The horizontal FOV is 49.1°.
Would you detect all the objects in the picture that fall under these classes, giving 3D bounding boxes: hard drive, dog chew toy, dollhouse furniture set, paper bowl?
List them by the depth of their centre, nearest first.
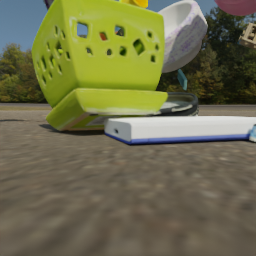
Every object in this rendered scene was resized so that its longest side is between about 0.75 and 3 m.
[{"bbox_3d":[1.065,-0.006,5.190,2.686,0.341,1.772,-2,4,-17],"label":"hard drive"},{"bbox_3d":[2.543,-3.601,6.455,1.648,1.648,2.646,3,9,35],"label":"dog chew toy"},{"bbox_3d":[4.065,-2.893,9.330,0.636,0.640,0.908,25,-8,9],"label":"dollhouse furniture set"},{"bbox_3d":[1.399,-2.967,9.606,2.677,2.677,1.392,5,-36,49],"label":"paper bowl"}]

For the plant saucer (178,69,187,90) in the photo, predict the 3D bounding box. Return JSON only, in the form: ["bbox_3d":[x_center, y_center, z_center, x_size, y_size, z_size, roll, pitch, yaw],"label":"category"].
[{"bbox_3d":[1.630,-1.472,8.474,0.089,0.328,0.937,-4,33,-2],"label":"plant saucer"}]

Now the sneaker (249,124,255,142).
[{"bbox_3d":[2.313,0.057,4.403,0.776,0.349,0.304,0,4,-7],"label":"sneaker"}]

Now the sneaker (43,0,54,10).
[{"bbox_3d":[-1.681,-3.564,6.598,0.824,2.213,0.969,-21,27,-17],"label":"sneaker"}]

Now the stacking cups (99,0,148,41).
[{"bbox_3d":[-0.500,-3.667,9.534,0.778,0.778,2.573,-4,-15,-45],"label":"stacking cups"}]

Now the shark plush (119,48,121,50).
[{"bbox_3d":[-0.224,-3.176,11.568,0.705,0.769,1.693,-30,27,2],"label":"shark plush"}]

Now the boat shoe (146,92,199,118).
[{"bbox_3d":[0.629,-0.648,8.130,2.751,0.830,1.040,-1,46,7],"label":"boat shoe"}]

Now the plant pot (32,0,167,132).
[{"bbox_3d":[-0.625,-1.120,6.037,2.316,2.112,2.328,-2,-11,-32],"label":"plant pot"}]
